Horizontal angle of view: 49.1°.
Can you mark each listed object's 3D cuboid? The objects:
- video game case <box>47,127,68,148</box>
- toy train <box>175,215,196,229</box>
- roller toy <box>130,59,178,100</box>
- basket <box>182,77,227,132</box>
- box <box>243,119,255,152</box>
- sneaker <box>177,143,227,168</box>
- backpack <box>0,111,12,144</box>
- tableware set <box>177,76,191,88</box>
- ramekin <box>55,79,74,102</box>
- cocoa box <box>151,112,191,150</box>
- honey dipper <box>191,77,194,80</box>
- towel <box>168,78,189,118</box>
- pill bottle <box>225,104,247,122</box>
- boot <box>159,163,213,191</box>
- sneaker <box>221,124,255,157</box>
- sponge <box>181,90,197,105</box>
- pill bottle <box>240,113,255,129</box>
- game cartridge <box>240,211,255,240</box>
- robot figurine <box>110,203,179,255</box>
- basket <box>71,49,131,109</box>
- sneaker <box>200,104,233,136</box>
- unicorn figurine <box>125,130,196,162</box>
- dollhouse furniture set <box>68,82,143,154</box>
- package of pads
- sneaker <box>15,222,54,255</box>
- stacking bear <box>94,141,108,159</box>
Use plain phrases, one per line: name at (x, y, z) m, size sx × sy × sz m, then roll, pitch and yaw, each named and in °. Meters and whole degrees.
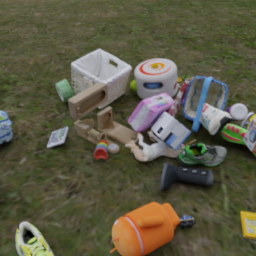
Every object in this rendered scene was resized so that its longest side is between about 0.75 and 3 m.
video game case at (-2.846, 0.388, 11.325) m, size 0.786 × 0.101 × 0.865 m, roll -18°, pitch 40°, yaw 21°
toy train at (1.251, 2.802, 8.266) m, size 1.504 × 0.257 × 0.344 m, roll -3°, pitch 41°, yaw -5°
roller toy at (1.412, -2.440, 13.888) m, size 2.293 × 1.603 × 2.092 m, roll -27°, pitch 42°, yaw -20°
basket at (3.232, -1.160, 11.886) m, size 1.722 × 2.183 × 2.476 m, roll 20°, pitch 26°, yaw 19°
box at (4.448, 0.314, 9.927) m, size 0.229 × 1.103 × 0.656 m, roll 1°, pitch 37°, yaw -13°
sneaker at (2.791, 0.955, 10.139) m, size 1.955 × 0.833 × 0.763 m, roll -5°, pitch 54°, yaw -22°
backpack at (-5.746, -0.048, 11.142) m, size 2.287 × 1.758 × 1.866 m, roll 29°, pitch 23°, yaw 16°
tableware set at (2.678, -2.581, 15.430) m, size 1.675 × 0.257 × 1.128 m, roll -6°, pitch 38°, yaw -8°
ramekin at (-3.061, -1.760, 13.454) m, size 0.511 × 1.047 × 1.047 m, roll -27°, pitch 44°, yaw -18°
cocoa box at (1.578, 0.102, 10.532) m, size 0.879 × 0.893 × 1.339 m, roll 37°, pitch 6°, yaw -14°
honey dipper at (3.757, -2.335, 15.169) m, size 0.238 × 0.238 × 1.255 m, roll -10°, pitch 43°, yaw -13°
towel at (2.168, -1.092, 11.992) m, size 0.205 × 1.297 × 1.801 m, roll 26°, pitch 79°, yaw 14°
pill bottle at (4.489, -0.613, 11.821) m, size 0.671 × 0.671 × 1.194 m, roll 0°, pitch -3°, yaw 0°
boot at (1.984, 1.756, 9.394) m, size 1.718 × 0.564 × 1.416 m, roll 11°, pitch 28°, yaw 10°
sneaker at (4.797, 0.472, 10.857) m, size 2.333 × 0.895 × 0.978 m, roll 34°, pitch 25°, yaw 19°
sponge at (3.015, -1.606, 14.168) m, size 0.880 × 0.235 × 1.577 m, roll 17°, pitch 41°, yaw 20°
pill bottle at (5.484, 0.145, 11.269) m, size 0.956 × 0.956 × 1.673 m, roll -27°, pitch 45°, yaw -31°
game cartridge at (3.779, 2.913, 8.319) m, size 0.763 × 0.140 × 0.866 m, roll 6°, pitch 39°, yaw 8°
robot figurine at (0.403, 2.678, 7.368) m, size 1.927 × 1.124 × 1.386 m, roll -18°, pitch 5°, yaw -25°
basket at (-1.364, -2.369, 13.661) m, size 2.141 × 1.738 × 2.161 m, roll 32°, pitch 46°, yaw 19°
sneaker at (3.189, -0.398, 10.844) m, size 0.873 × 2.479 × 1.159 m, roll -42°, pitch 82°, yaw 5°
unicorn figurine at (1.139, 0.725, 10.717) m, size 2.287 × 0.845 × 1.571 m, roll -28°, pitch 54°, yaw -21°
dollhouse furniture set at (-0.765, -0.282, 10.792) m, size 1.830 × 2.245 × 2.135 m, roll 26°, pitch 46°, yaw 30°
package of pads at (0.987, -0.659, 11.651) m, size 0.790 × 1.258 × 2.088 m, roll 47°, pitch 35°, yaw 13°
sneaker at (-2.339, 3.348, 7.161) m, size 0.841 × 0.852 × 2.230 m, roll -29°, pitch 46°, yaw -34°
stacking bear at (-0.985, 0.770, 10.590) m, size 0.503 × 0.471 × 0.829 m, roll -1°, pitch 27°, yaw 4°
